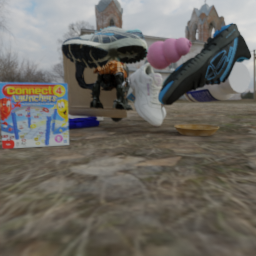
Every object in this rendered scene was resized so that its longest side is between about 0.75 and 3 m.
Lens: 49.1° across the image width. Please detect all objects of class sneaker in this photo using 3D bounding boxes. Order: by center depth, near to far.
[{"bbox_3d":[-0.562,-1.996,6.753,2.024,0.874,0.786,0,-31,-2],"label":"sneaker"},{"bbox_3d":[2.064,-1.470,7.430,2.880,1.180,1.054,-42,12,-1],"label":"sneaker"},{"bbox_3d":[0.721,-1.182,9.543,0.876,2.339,1.165,5,-33,-39],"label":"sneaker"},{"bbox_3d":[-0.706,-1.525,12.577,1.062,2.798,1.270,15,29,31],"label":"sneaker"},{"bbox_3d":[0.850,-1.384,14.056,2.886,1.124,1.434,42,17,20],"label":"sneaker"}]

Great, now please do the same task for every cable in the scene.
[{"bbox_3d":[-1.232,-2.054,9.790,1.316,1.614,0.410,-28,46,-28],"label":"cable"}]

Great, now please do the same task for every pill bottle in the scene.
[{"bbox_3d":[3.005,-1.583,9.752,1.313,1.313,2.193,-3,2,-27],"label":"pill bottle"}]

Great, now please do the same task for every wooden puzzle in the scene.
[{"bbox_3d":[-1.315,-1.826,11.203,2.665,2.881,0.536,3,19,19],"label":"wooden puzzle"}]

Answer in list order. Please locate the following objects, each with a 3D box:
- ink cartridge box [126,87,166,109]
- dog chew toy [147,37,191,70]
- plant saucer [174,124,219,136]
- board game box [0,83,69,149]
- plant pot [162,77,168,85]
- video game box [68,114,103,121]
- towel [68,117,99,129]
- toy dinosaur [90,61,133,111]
[{"bbox_3d":[0.822,-1.314,11.198,1.441,0.610,1.041,25,-27,-15],"label":"ink cartridge box"},{"bbox_3d":[1.225,-2.254,8.304,1.341,0.835,0.835,-13,-2,35],"label":"dog chew toy"},{"bbox_3d":[2.222,0.076,9.131,1.419,0.251,1.419,0,6,0],"label":"plant saucer"},{"bbox_3d":[-2.273,-0.321,6.871,1.578,1.545,0.441,-3,7,-18],"label":"board game box"},{"bbox_3d":[2.502,-2.238,13.736,1.660,1.173,1.172,-37,-1,28],"label":"plant pot"},{"bbox_3d":[-2.626,-0.747,14.892,2.634,0.617,2.400,-1,9,-5],"label":"video game box"},{"bbox_3d":[-2.143,-0.239,11.135,1.711,0.424,1.264,-5,9,-39],"label":"towel"},{"bbox_3d":[-0.642,-1.555,9.121,1.417,1.883,2.774,6,2,33],"label":"toy dinosaur"}]
